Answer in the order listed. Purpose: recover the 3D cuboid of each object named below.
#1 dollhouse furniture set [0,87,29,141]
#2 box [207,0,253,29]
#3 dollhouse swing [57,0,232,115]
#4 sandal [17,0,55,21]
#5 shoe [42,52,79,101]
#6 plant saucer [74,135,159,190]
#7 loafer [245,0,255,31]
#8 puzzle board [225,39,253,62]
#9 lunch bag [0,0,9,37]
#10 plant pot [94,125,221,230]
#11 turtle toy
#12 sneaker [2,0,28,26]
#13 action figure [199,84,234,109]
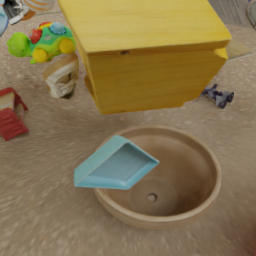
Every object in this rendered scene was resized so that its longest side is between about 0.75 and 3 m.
[{"bbox_3d":[-3.712,-0.129,7.233,2.073,0.843,1.116,-22,42,1],"label":"dollhouse furniture set"},{"bbox_3d":[2.736,-3.672,7.145,1.023,1.793,1.949,-43,36,2],"label":"box"},{"bbox_3d":[-0.007,-1.833,5.008,2.578,2.837,2.494,-6,77,-2],"label":"dollhouse swing"},{"bbox_3d":[-2.218,-3.052,6.866,0.819,0.613,2.137,-20,-2,-37],"label":"sandal"},{"bbox_3d":[-1.200,-0.913,5.399,0.719,0.549,2.056,-40,9,-14],"label":"shoe"},{"bbox_3d":[-0.045,0.435,3.104,0.599,1.712,0.162,-41,71,3],"label":"plant saucer"},{"bbox_3d":[3.634,-1.997,6.125,2.468,0.887,0.776,39,39,0],"label":"loafer"},{"bbox_3d":[2.068,-2.829,8.920,2.253,0.260,2.990,-20,50,-27],"label":"puzzle board"},{"bbox_3d":[-3.001,-2.472,5.865,1.231,0.631,1.531,-18,68,40],"label":"lunch bag"},{"bbox_3d":[0.493,1.059,5.377,2.328,1.075,2.328,0,38,0],"label":"plant pot"},{"bbox_3d":[-2.115,-2.124,7.035,1.770,0.895,1.290,-20,16,-3],"label":"turtle toy"},{"bbox_3d":[-1.984,-2.110,4.901,0.280,0.382,0.843,-23,36,9],"label":"sneaker"},{"bbox_3d":[2.548,-1.079,8.539,0.815,0.435,1.253,-31,45,-24],"label":"action figure"}]
